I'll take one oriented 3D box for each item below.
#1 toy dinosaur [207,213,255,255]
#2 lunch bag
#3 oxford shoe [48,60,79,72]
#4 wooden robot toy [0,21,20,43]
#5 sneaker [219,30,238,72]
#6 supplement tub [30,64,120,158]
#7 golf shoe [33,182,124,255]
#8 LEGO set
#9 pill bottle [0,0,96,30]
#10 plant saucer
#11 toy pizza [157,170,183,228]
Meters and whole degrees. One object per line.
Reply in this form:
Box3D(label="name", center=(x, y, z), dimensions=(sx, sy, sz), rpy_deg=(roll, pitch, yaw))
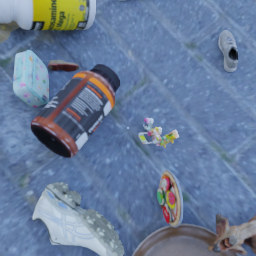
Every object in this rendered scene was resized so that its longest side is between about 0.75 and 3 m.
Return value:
Box3D(label="toy dinosaur", center=(2.702, 2.231, 5.734), dimensions=(1.697, 1.075, 2.504), rpy_deg=(-38, 121, 18))
Box3D(label="lunch bag", center=(-2.322, -1.173, 6.749), dimensions=(0.484, 1.006, 1.254), rpy_deg=(-14, 63, 7))
Box3D(label="oxford shoe", center=(-1.691, -1.680, 7.357), dimensions=(0.788, 0.277, 0.295), rpy_deg=(3, 57, -10))
Box3D(label="wooden robot toy", center=(-3.450, -3.315, 7.631), dimensions=(1.140, 1.107, 2.513), rpy_deg=(-14, 72, 33))
Box3D(label="sneaker", center=(2.712, -2.089, 7.358), dimensions=(0.432, 0.474, 1.156), rpy_deg=(-7, 75, -2))
Box3D(label="supplement tub", center=(-1.081, -0.484, 6.443), dimensions=(1.189, 1.189, 2.223), rpy_deg=(32, 63, 8))
Box3D(label="golf shoe", center=(-1.121, 2.229, 6.106), dimensions=(2.250, 0.881, 1.094), rpy_deg=(37, 92, 20))
Box3D(label="LEGO set", center=(0.624, 0.188, 6.435), dimensions=(0.468, 1.256, 0.578), rpy_deg=(-3, 107, -24))
Box3D(label="pill bottle", center=(-2.047, -3.060, 6.850), dimensions=(2.257, 1.269, 1.269), rpy_deg=(-11, 74, -28))
Box3D(label="plant saucer", center=(1.207, 3.403, 5.783), dimensions=(2.680, 0.430, 2.680), rpy_deg=(1, 67, -3))
Box3D(label="toy pizza", center=(0.858, 1.520, 6.027), dimensions=(0.190, 1.202, 1.202), rpy_deg=(-4, 75, -13))
